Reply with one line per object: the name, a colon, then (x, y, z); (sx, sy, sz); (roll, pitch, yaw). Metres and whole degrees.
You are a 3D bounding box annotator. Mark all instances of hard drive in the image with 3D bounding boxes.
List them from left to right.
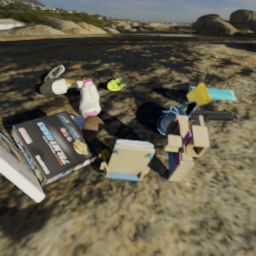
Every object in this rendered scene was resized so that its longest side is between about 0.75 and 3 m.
hard drive: (-2.359, -0.023, 10.563); (1.183, 0.239, 1.794); (7, 25, 15)

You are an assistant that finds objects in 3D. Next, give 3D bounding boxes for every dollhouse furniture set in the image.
dollhouse furniture set: (0.475, 0.250, 7.062); (2.243, 2.117, 1.463); (6, 55, -9)

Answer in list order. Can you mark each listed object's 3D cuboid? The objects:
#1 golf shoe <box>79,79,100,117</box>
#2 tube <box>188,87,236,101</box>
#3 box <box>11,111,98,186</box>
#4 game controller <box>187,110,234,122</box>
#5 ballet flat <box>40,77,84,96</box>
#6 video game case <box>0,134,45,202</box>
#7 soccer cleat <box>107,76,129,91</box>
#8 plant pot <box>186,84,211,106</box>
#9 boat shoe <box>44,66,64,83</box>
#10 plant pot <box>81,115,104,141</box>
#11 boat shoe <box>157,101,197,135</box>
golf shoe: (-1.775, -1.332, 12.293); (0.949, 1.153, 2.520); (-12, 28, -4)
tube: (4.216, -1.712, 14.075); (2.305, 0.581, 0.892); (4, 46, 1)
box: (-2.070, 0.487, 7.988); (1.785, 0.447, 1.798); (-22, 69, -43)
game controller: (3.297, -0.531, 11.666); (2.036, 0.429, 1.062); (2, 9, 3)
ballet flat: (-3.295, -2.257, 14.726); (2.626, 0.893, 0.898); (-23, 23, -40)
video game case: (-3.151, 0.553, 6.872); (0.277, 2.410, 2.196); (-42, 36, -10)
soccer cleat: (-0.646, -2.463, 15.940); (0.790, 0.611, 1.889); (-20, 12, 40)
plant pot: (3.204, -1.450, 12.872); (0.776, 0.879, 0.880); (-25, 0, 32)
boat shoe: (-4.307, -3.025, 15.969); (0.536, 1.486, 0.527); (46, 13, 4)
plant pot: (-1.334, 0.088, 9.778); (0.728, 0.728, 0.778); (12, 51, 25)
boat shoe: (1.843, -0.532, 10.490); (2.099, 0.883, 0.720); (-44, 4, -37)
